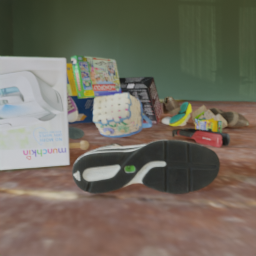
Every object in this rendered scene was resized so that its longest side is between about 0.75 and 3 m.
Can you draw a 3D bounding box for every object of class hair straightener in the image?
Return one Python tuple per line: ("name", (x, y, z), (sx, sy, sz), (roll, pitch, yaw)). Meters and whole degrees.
("hair straightener", (2.465, 0.296, 9.661), (0.925, 0.492, 2.403), (-5, 5, -35))

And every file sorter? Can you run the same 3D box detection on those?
("file sorter", (-0.512, -0.536, 13.500), (1.389, 0.965, 0.871), (4, 13, 32))

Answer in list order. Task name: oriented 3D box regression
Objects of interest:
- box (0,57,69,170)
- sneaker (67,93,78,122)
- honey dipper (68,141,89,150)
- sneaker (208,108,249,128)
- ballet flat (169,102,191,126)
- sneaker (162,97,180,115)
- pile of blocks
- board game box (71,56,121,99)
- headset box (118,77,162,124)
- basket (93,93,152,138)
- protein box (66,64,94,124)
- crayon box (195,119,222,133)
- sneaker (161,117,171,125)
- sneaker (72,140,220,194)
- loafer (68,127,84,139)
("box", (-2.839, -0.341, 6.472), (2.786, 2.458, 1.347), (-2, 7, -16))
("sneaker", (-2.201, -0.961, 9.231), (0.718, 1.980, 1.129), (-32, 23, -13))
("honey dipper", (-2.306, 0.520, 7.812), (2.491, 0.473, 0.473), (0, 7, -22))
("sneaker", (4.606, -0.345, 13.328), (0.980, 0.914, 2.595), (20, 4, -15))
("ballet flat", (2.639, -0.507, 13.659), (0.692, 0.694, 2.071), (-9, 27, 38))
("sneaker", (2.118, -1.198, 14.110), (0.787, 0.844, 2.235), (-23, 6, -3))
("pile of blocks", (3.714, -0.241, 12.872), (0.756, 0.998, 2.432), (42, 7, -17))
("board game box", (-1.117, -1.862, 10.397), (0.312, 1.440, 2.140), (-10, 2, 37))
("headset box", (0.524, -1.222, 13.986), (1.910, 2.570, 0.964), (2, 47, 24))
("basket", (-0.302, -0.362, 10.502), (1.923, 1.517, 2.181), (-8, -17, 21))
("protein box", (-2.610, -1.580, 13.676), (2.684, 1.811, 2.665), (-5, -26, -30))
("crayon box", (3.034, 0.006, 10.654), (0.259, 0.632, 1.006), (-7, 11, -42))
("sneaker", (2.198, -0.332, 14.123), (1.051, 0.392, 0.458), (2, 13, 17))
("sneaker", (0.321, 0.566, 5.367), (2.546, 0.961, 1.465), (-2, 10, 1))
("loafer", (-2.147, 0.193, 10.196), (1.203, 0.432, 0.378), (-1, 1, 9))
